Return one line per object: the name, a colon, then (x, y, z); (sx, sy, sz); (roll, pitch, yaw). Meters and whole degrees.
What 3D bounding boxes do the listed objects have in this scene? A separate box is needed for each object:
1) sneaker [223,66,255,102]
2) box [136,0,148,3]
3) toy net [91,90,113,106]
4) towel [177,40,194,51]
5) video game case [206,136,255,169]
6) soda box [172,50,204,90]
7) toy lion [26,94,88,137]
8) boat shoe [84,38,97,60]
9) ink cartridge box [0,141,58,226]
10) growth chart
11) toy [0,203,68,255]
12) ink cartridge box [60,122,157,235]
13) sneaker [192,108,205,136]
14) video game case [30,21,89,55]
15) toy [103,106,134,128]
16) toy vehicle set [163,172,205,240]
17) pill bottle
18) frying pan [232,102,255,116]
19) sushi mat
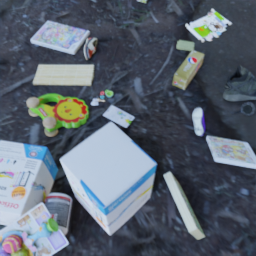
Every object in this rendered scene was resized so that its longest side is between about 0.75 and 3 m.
sneaker: (4.615, -1.680, 10.353); (2.107, 1.207, 0.806); (-4, 28, -4)
box: (0.889, -6.986, 14.748); (0.594, 0.187, 1.078); (21, 57, 14)
toy net: (-1.045, -1.174, 10.661); (0.932, 0.180, 0.489); (-29, 60, -19)
towel: (2.543, -3.638, 12.422); (0.770, 0.141, 0.572); (10, 55, 9)
video game case: (3.298, 0.751, 8.868); (1.425, 0.163, 1.297); (10, 29, -3)
soda box: (2.418, -2.337, 11.230); (0.553, 0.586, 1.729); (26, 59, 17)
toy lion: (-2.433, -0.617, 10.087); (1.778, 0.637, 1.855); (-31, 60, -28)
boat shoe: (-1.610, -3.431, 12.068); (0.425, 0.483, 1.358); (-3, 49, 7)
ink cartridge box: (-3.109, 1.634, 7.901); (1.459, 1.434, 1.982); (8, 55, 5)
growth chart: (3.819, -4.814, 13.232); (2.172, 0.193, 1.572); (-33, 62, -20)
toy: (-2.560, 2.813, 6.529); (2.035, 0.480, 1.172); (-34, 86, 1)
ink cartridge box: (-0.479, 1.432, 7.508); (1.678, 2.320, 1.708); (-38, 63, -23)
sneaker: (2.487, -0.183, 9.741); (0.348, 0.497, 1.000); (-7, 74, 31)
video game case: (-3.076, -4.138, 12.739); (2.186, 0.197, 1.565); (18, 57, 12)
toy: (-0.340, -0.361, 10.058); (0.994, 0.235, 0.572); (26, 56, 19)
toy vehicle set: (1.534, 2.141, 7.723); (0.224, 1.050, 1.691); (-29, 52, 8)
pill bottle: (-2.007, 2.539, 7.687); (0.762, 0.762, 1.315); (1, 55, 1)
frying pan: (4.264, -0.584, 10.250); (0.816, 0.133, 0.494); (-39, 78, 5)
sushi mat: (-2.578, -2.163, 11.386); (2.361, 0.143, 1.129); (0, 54, 1)
